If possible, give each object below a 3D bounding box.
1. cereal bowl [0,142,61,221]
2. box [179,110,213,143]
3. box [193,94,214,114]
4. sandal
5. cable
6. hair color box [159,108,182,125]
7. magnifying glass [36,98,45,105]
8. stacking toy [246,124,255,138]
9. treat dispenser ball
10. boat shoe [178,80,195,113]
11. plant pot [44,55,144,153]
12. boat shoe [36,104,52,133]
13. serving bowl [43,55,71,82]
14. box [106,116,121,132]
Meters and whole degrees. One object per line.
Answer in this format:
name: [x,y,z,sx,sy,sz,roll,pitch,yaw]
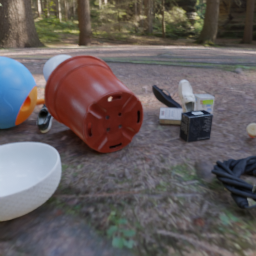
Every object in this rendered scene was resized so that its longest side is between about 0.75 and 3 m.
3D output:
cereal bowl: [-2.724,1.291,6.409,2.453,1.022,2.453,-3,22,1]
box: [2.451,-0.071,10.134,0.987,0.971,0.612,-7,22,-18]
box: [3.055,-0.743,11.563,0.677,1.203,0.610,-1,19,-11]
sandal: [1.727,-1.289,12.395,0.381,0.676,1.779,-37,66,-19]
cable: [3.644,1.340,7.027,2.951,0.750,2.408,-4,14,-14]
hair color box: [1.910,-0.486,11.648,1.170,0.355,0.579,4,61,10]
magnifying glass: [-4.216,-1.506,14.872,1.111,0.313,2.792,20,29,41]
stacking toy: [4.403,0.140,9.914,0.431,0.431,1.011,9,-7,22]
treat dispenser ball: [-4.962,-1.349,10.891,2.764,2.764,2.764,0,21,0]
boat shoe: [2.321,-1.040,10.675,0.571,1.614,0.559,-12,3,-9]
plant pot: [-1.097,-0.737,9.737,2.927,2.927,2.847,-11,32,-27]
boat shoe: [-3.291,-0.525,11.120,0.577,0.460,1.525,-16,48,4]
serving bowl: [-2.540,-2.350,12.688,0.795,2.418,2.418,-33,-4,40]
box: [-0.824,-0.247,10.093,0.711,0.557,1.144,24,8,-38]
